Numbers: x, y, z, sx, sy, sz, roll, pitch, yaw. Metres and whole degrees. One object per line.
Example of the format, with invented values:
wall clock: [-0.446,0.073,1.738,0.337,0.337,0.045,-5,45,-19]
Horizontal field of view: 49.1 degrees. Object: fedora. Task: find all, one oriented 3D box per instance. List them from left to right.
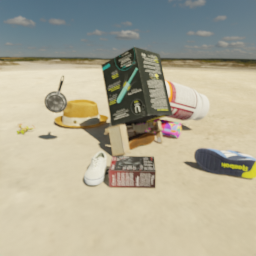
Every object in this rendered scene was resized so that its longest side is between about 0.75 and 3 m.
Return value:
fedora: [-2.451,-0.824,14.563,2.839,1.158,2.839,-1,16,0]

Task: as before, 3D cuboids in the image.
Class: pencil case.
pencil case: [1.490,-0.012,12.456,1.720,0.760,0.760,9,18,26]

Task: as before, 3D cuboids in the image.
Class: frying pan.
frying pan: [-2.520,-1.148,10.390,0.841,1.391,0.226,39,10,-17]

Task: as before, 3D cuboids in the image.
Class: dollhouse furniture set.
dollhouse furniture set: [0.213,0.406,10.940,1.237,1.057,2.387,-12,-4,44]

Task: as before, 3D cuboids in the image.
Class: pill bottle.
pill bottle: [2.149,-1.124,12.204,2.744,1.503,1.503,10,8,-35]

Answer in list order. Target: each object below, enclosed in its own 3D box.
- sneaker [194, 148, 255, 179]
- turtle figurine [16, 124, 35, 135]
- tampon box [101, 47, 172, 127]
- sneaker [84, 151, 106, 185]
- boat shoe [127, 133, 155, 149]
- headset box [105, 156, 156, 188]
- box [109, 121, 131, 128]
sneaker: [3.122,1.072,8.926,2.006,0.742,0.825,13,17,20]
turtle figurine: [-4.861,0.078,13.012,0.901,0.290,0.727,11,26,8]
tampon box: [0.302,-1.437,10.584,1.845,2.461,1.554,-16,-8,41]
sneaker: [-1.010,1.199,8.630,0.603,0.585,1.652,0,16,1]
boat shoe: [0.418,0.459,11.266,1.474,0.519,0.518,-11,21,-38]
headset box: [0.060,1.287,8.354,1.483,0.573,1.104,0,16,2]
box: [-0.256,-0.198,13.007,0.616,0.740,1.801,9,15,17]
